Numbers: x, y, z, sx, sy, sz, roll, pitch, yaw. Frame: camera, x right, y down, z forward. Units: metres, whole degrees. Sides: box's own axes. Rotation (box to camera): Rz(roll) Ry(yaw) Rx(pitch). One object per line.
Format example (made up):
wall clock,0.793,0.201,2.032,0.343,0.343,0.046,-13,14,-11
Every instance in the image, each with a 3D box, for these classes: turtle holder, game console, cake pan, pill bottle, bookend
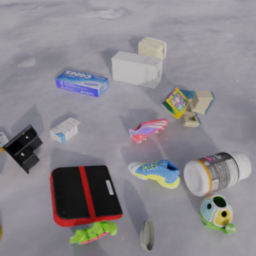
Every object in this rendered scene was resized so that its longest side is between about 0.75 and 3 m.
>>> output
turtle holder,2.359,2.285,7.430,0.835,0.780,1.099,7,40,8
game console,-1.277,1.875,8.107,1.843,0.323,2.083,1,35,-21
cake pan,0.480,2.680,7.012,0.144,0.785,0.785,-6,36,23
pill bottle,2.640,1.295,8.264,1.800,1.047,1.047,-12,41,-24
bookend,-3.218,0.679,9.085,1.161,0.535,1.154,36,68,30

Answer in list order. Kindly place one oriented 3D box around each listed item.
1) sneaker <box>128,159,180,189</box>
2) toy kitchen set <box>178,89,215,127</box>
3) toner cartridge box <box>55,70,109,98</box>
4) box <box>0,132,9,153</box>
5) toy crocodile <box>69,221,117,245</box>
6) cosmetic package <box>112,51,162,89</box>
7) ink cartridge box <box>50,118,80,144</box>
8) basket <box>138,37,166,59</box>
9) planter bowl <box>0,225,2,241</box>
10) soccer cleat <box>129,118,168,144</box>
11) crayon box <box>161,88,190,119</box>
sneaker,0.828,1.203,8.562,1.655,0.869,0.627,18,33,10
toy kitchen set,2.675,-1.157,10.836,1.207,1.642,2.049,5,44,-14
toner cartridge box,-2.127,-2.080,12.931,2.228,0.481,1.058,15,42,17
box,-4.630,0.523,10.023,0.597,0.208,1.002,-27,44,-28
toy crocodile,-0.865,2.592,6.851,1.344,0.454,0.415,-28,68,18
cosmetic package,0.406,-2.754,13.207,2.210,1.189,0.937,17,43,17
ink cartridge box,-2.303,0.089,10.415,0.598,0.353,1.040,26,46,28
basket,1.275,-4.243,15.234,1.369,0.928,0.845,27,51,28
planter bowl,-3.837,2.629,7.064,1.189,0.495,1.189,9,40,-8
soccer cleat,0.763,-0.037,10.161,1.654,0.633,0.552,-31,7,-25
crayon box,1.791,-0.921,10.417,0.822,0.278,0.952,47,51,-8
